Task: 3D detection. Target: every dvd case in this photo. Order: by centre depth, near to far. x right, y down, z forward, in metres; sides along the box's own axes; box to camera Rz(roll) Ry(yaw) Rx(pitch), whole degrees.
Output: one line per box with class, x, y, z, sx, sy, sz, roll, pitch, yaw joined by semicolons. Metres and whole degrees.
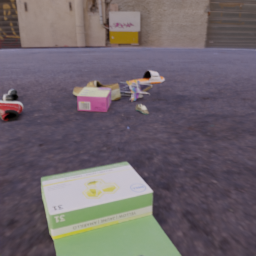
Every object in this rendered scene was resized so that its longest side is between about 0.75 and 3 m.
dvd case;0.018;-2.049;14.716;1.892;0.203;2.545;8;21;20

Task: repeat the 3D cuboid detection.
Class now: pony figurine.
pony figurine;0.397;-1.684;12.812;0.944;0.978;0.814;-7;-7;-30

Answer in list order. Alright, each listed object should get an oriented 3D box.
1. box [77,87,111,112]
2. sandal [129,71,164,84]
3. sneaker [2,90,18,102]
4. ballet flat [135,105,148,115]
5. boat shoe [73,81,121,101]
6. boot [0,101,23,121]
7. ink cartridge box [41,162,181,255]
box;-1.372;-1.184;11.584;1.176;0.646;1.337;3;23;4
sandal;1.156;-3.013;16.609;2.499;0.716;0.957;-13;24;-33
sneaker;-5.254;-1.450;12.830;0.555;0.408;1.227;3;24;0
ballet flat;0.534;-0.761;11.038;0.266;0.295;0.785;-9;22;-30
boat shoe;-1.485;-1.828;13.209;2.437;0.809;0.902;6;21;18
boot;-4.746;-0.568;10.215;1.567;0.567;1.130;-3;26;-6
ink cartridge box;-0.383;1.446;4.622;1.797;0.592;2.470;-7;20;-20
